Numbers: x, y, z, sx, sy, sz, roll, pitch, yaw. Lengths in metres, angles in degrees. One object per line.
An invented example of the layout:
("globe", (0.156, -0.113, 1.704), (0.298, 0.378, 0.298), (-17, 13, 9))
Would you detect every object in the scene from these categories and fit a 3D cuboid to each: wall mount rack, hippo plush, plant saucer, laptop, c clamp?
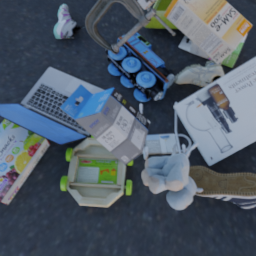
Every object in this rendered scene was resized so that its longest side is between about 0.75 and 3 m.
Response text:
("wall mount rack", (1.042, 0.120, 8.902), (2.020, 0.753, 1.755), (-2, 60, -6))
("hippo plush", (1.186, 1.390, 7.447), (1.308, 1.321, 1.643), (-1, 38, 37))
("plant saucer", (1.985, -4.824, 11.051), (2.305, 0.552, 2.302), (10, 57, 21))
("laptop", (-2.343, -0.889, 8.887), (2.768, 1.713, 2.956), (25, 66, 11))
("c clamp", (-0.172, -3.005, 8.403), (2.133, 2.497, 0.338), (46, 52, -20))

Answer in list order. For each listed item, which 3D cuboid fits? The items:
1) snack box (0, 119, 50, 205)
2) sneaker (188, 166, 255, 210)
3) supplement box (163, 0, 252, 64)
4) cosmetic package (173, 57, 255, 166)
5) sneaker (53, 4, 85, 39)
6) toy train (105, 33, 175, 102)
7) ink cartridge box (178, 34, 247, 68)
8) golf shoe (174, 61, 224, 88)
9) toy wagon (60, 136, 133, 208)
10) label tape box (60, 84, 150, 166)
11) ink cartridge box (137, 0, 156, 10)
("snack box", (-3.718, 0.969, 8.579), (1.580, 0.589, 2.222), (25, 66, 12))
("sneaker", (2.734, 1.766, 8.146), (2.416, 1.311, 0.847), (1, 63, 35))
("supplement box", (2.340, -3.144, 8.178), (2.193, 0.806, 1.382), (41, 62, -2))
("cosmetic package", (3.091, -0.463, 8.413), (2.796, 0.722, 2.108), (-32, 86, 9))
("sneaker", (-2.259, -4.193, 11.192), (1.114, 0.619, 1.592), (6, 73, 1))
("toy train", (0.433, -2.131, 9.829), (1.579, 1.198, 2.763), (-35, 68, -22))
("ink cartridge box", (3.167, -3.297, 10.590), (2.184, 0.735, 1.279), (23, 62, 12))
("golf shoe", (2.569, -1.774, 9.916), (1.858, 0.727, 0.903), (-17, 70, -7))
("toy wagon", (-0.874, 1.039, 8.592), (2.057, 0.525, 2.651), (4, 63, 1))
("label tape box", (-0.399, -0.259, 6.081), (1.815, 0.574, 1.308), (43, 29, -14))
("ink cartridge box", (0.791, -4.355, 9.252), (0.359, 0.867, 0.636), (50, 30, -9))
